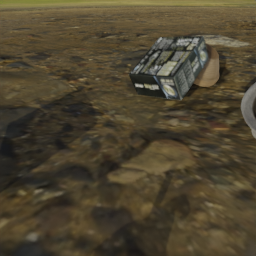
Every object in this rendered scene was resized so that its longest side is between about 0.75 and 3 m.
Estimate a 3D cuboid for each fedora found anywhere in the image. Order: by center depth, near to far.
[{"bbox_3d":[3.577,-0.284,6.728,1.753,0.895,1.982,35,71,20],"label":"fedora"}]

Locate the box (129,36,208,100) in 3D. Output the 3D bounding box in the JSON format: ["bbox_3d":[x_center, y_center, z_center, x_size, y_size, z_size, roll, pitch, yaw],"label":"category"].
[{"bbox_3d":[1.353,-2.005,9.141,1.725,0.907,2.106,12,55,38],"label":"box"}]

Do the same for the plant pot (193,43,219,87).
[{"bbox_3d":[2.733,-2.555,10.536,1.938,0.895,1.938,13,51,-17],"label":"plant pot"}]
